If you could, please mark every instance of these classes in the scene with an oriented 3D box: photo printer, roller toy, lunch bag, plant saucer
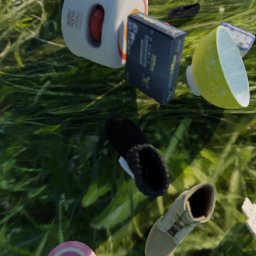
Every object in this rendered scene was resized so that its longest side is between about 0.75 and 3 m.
[{"bbox_3d":[0.338,0.927,7.416,0.864,0.361,1.039,-42,70,-13],"label":"photo printer"},{"bbox_3d":[-0.712,-3.221,8.363,1.897,2.714,2.476,22,74,17],"label":"roller toy"},{"bbox_3d":[3.531,-3.017,9.487,1.305,0.493,1.045,32,65,15],"label":"lunch bag"},{"bbox_3d":[-1.304,3.197,6.259,1.253,0.318,1.253,0,63,0],"label":"plant saucer"}]

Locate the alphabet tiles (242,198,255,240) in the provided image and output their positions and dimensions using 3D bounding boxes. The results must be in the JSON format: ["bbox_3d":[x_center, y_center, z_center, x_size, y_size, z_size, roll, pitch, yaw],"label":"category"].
[{"bbox_3d":[2.968,2.197,6.470,1.059,0.079,1.082,59,31,9],"label":"alphabet tiles"}]

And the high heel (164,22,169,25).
[{"bbox_3d":[0.939,-3.169,9.160,0.547,0.779,1.621,14,58,22],"label":"high heel"}]

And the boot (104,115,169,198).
[{"bbox_3d":[0.151,0.512,6.332,0.826,1.641,2.194,-41,81,2],"label":"boot"}]

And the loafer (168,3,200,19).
[{"bbox_3d":[2.039,-4.323,10.232,1.208,0.381,0.434,-12,63,-6],"label":"loafer"}]

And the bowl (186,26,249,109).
[{"bbox_3d":[2.460,-1.545,8.071,1.258,2.338,2.338,-17,54,37],"label":"bowl"}]

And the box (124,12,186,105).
[{"bbox_3d":[0.651,-1.907,7.815,0.538,2.107,1.662,-33,56,-30],"label":"box"}]

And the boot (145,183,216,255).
[{"bbox_3d":[1.129,2.107,6.125,0.716,1.528,1.966,39,70,11],"label":"boot"}]
